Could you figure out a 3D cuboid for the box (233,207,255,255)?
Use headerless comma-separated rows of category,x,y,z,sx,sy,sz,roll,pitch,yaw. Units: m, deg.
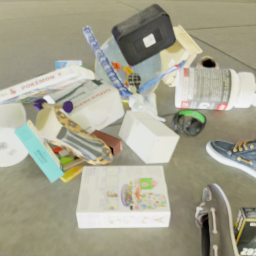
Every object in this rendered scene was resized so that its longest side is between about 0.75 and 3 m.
box,3.144,2.310,6.092,1.617,1.291,0.399,2,35,1

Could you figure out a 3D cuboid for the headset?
headset,2.104,-0.225,10.082,1.162,0.884,1.881,23,41,26

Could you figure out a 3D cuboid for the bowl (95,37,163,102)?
bowl,0.032,-2.640,12.381,2.870,2.870,1.544,0,10,-1

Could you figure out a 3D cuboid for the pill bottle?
pill bottle,3.438,-1.579,11.412,2.889,1.645,1.645,4,35,6

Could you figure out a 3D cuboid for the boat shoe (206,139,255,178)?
boat shoe,3.603,0.688,8.617,2.387,1.083,0.844,27,43,34

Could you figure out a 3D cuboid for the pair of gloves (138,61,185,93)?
pair of gloves,1.308,-1.954,10.648,1.789,0.253,2.225,-29,5,27

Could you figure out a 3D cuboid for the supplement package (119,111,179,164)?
supplement package,0.623,0.266,9.091,0.991,0.994,1.695,3,27,-37

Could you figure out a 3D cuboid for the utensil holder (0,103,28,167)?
utensil holder,-4.078,0.070,9.060,1.619,1.619,1.905,-13,39,-18

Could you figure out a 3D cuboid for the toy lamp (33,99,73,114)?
toy lamp,-2.624,-0.770,9.609,1.672,0.487,0.487,5,32,33

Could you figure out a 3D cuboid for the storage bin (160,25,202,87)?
storage bin,2.107,-3.256,12.830,0.930,1.985,1.970,-12,59,-35

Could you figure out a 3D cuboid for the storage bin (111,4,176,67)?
storage bin,0.596,-3.496,10.647,2.094,1.416,0.982,-27,46,5

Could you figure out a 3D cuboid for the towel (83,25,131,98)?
towel,-0.801,-2.387,10.585,0.339,2.839,2.056,-32,10,-2

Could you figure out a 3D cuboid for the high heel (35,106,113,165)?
high heel,-1.808,0.297,9.151,2.956,2.107,1.055,29,86,51

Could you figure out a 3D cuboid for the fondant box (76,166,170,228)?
fondant box,-0.128,1.777,7.422,2.256,0.657,1.628,-1,35,0

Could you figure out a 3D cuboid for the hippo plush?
hippo plush,0.448,-0.688,10.461,1.112,1.101,1.382,2,65,-43

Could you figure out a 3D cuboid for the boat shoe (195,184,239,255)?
boat shoe,1.885,2.362,6.343,0.797,0.935,2.798,5,38,-1

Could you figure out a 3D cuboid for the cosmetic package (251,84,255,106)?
cosmetic package,5.533,-1.474,12.205,0.950,0.583,2.303,-27,43,-34

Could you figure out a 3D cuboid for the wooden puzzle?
wooden puzzle,-2.034,0.879,9.100,1.363,0.236,2.020,-24,41,-31

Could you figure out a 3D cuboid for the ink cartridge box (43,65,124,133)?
ink cartridge box,-1.822,-1.083,10.782,2.110,1.195,2.878,-32,45,-20

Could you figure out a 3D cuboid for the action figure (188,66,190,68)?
action figure,2.651,-3.303,14.864,1.198,0.639,1.841,3,40,-8

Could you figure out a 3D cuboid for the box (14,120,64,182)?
box,-2.477,0.646,7.893,0.427,1.736,0.714,-33,17,-6

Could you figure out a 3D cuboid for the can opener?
can opener,-4.176,-1.767,11.900,2.158,0.848,0.684,-21,34,-26

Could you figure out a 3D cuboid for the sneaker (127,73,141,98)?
sneaker,0.203,-1.629,11.894,0.593,0.654,1.541,6,66,-10

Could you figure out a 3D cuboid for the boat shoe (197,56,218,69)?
boat shoe,4.108,-3.161,14.389,1.027,0.851,2.859,2,34,9

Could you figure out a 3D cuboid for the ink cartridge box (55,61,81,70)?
ink cartridge box,-2.611,-2.244,12.486,1.046,1.429,0.614,1,19,1

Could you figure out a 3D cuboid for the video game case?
video game case,-2.427,-1.255,8.443,2.546,0.321,2.795,-19,7,4

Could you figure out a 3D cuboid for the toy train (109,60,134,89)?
toy train,-0.288,-2.185,12.388,1.283,0.475,1.708,-16,80,-31

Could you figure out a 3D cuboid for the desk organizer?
desk organizer,-0.793,0.499,9.490,1.185,0.425,0.456,21,43,28
